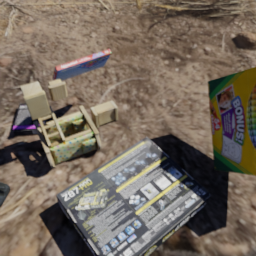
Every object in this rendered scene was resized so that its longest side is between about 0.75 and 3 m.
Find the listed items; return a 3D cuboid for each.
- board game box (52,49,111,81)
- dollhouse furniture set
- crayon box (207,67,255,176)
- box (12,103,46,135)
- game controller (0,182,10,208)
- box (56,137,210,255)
[{"bbox_3d":[-1.370,-1.816,8.260,1.720,0.885,0.167,-25,86,-24],"label":"board game box"},{"bbox_3d":[-1.312,-0.344,7.828,2.529,2.237,1.406,-22,52,-17],"label":"dollhouse furniture set"},{"bbox_3d":[2.953,-0.130,6.829,0.721,2.135,2.474,-4,89,-21],"label":"crayon box"},{"bbox_3d":[-3.170,-0.332,9.177,0.934,0.236,1.306,-3,49,-3],"label":"box"},{"bbox_3d":[-3.869,1.680,7.369,1.452,0.306,0.757,13,64,12],"label":"game controller"},{"bbox_3d":[0.121,1.792,6.915,2.971,0.730,2.395,-31,56,-25],"label":"box"}]
